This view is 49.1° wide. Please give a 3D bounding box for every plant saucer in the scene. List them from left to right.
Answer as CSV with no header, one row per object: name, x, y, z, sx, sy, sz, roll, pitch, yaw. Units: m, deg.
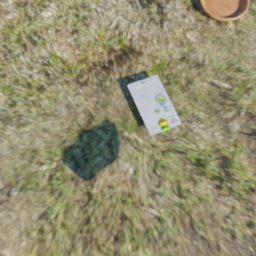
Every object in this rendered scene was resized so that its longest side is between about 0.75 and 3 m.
plant saucer,3.420,-4.481,10.057,1.719,0.322,1.719,0,70,-1

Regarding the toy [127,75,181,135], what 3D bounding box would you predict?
toy,0.771,-0.662,8.592,1.020,0.418,1.772,-20,69,-10
